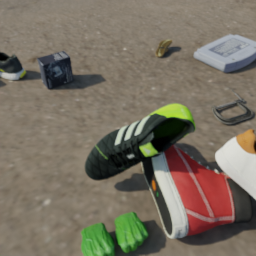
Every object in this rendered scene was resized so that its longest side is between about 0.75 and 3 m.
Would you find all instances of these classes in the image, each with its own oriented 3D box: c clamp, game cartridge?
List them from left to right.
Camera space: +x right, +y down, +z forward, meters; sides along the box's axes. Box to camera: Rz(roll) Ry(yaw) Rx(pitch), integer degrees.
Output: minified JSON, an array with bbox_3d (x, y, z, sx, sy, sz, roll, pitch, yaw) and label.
[{"bbox_3d":[3.220,-0.599,8.838,1.477,0.200,1.262,-21,51,-24],"label":"c clamp"},{"bbox_3d":[4.129,-3.036,11.325,2.569,0.534,1.711,-29,54,-28],"label":"game cartridge"}]

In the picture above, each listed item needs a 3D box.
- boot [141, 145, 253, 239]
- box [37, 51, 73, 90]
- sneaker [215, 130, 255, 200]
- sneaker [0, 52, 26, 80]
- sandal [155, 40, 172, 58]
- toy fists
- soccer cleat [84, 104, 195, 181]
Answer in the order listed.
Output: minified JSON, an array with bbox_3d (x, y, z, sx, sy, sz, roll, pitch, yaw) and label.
[{"bbox_3d":[1.517,0.954,6.522,2.115,1.061,2.931,-7,47,-12],"label":"boot"},{"bbox_3d":[-2.520,-2.011,9.774,1.007,0.990,0.591,-24,48,-24],"label":"box"},{"bbox_3d":[3.120,1.110,5.523,2.700,1.143,0.983,39,31,0],"label":"sneaker"},{"bbox_3d":[-4.828,-2.375,10.234,2.172,0.919,0.809,6,42,7],"label":"sneaker"},{"bbox_3d":[1.481,-3.305,11.765,0.480,0.323,1.195,15,58,24],"label":"sandal"},{"bbox_3d":[-0.267,2.194,5.512,1.322,0.455,0.674,-14,37,-13],"label":"toy fists"},{"bbox_3d":[0.167,0.372,5.922,2.674,0.903,1.084,-32,17,8],"label":"soccer cleat"}]
